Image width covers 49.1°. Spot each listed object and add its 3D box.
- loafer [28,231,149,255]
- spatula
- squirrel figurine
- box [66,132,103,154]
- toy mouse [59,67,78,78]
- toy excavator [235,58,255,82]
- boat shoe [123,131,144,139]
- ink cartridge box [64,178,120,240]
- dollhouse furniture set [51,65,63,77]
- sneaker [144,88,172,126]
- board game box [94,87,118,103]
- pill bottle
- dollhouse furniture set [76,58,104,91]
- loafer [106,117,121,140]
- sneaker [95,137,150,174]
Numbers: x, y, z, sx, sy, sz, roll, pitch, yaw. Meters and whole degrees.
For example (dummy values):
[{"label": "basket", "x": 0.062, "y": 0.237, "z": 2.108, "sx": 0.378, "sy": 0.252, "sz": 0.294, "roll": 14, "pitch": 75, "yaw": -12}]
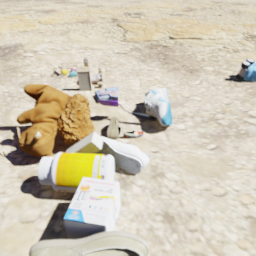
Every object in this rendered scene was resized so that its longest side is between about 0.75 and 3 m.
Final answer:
[{"label": "loafer", "x": -0.796, "y": 2.712, "z": 5.564, "sx": 2.475, "sy": 0.936, "sz": 0.845, "roll": -9, "pitch": 35, "yaw": 4}, {"label": "spatula", "x": 0.007, "y": -0.647, "z": 10.539, "sx": 2.276, "sy": 0.643, "sz": 0.234, "roll": 21, "pitch": 76, "yaw": 5}, {"label": "squirrel figurine", "x": -2.368, "y": -0.116, "z": 9.133, "sx": 2.526, "sy": 1.788, "sz": 2.358, "roll": -2, "pitch": 40, "yaw": 3}, {"label": "box", "x": -1.356, "y": 0.663, "z": 8.435, "sx": 1.222, "sy": 0.418, "sz": 0.502, "roll": -31, "pitch": 28, "yaw": 25}, {"label": "toy mouse", "x": -2.894, "y": -2.927, "z": 14.642, "sx": 1.168, "sy": 0.254, "sz": 1.314, "roll": 7, "pitch": 34, "yaw": 11}, {"label": "toy excavator", "x": 6.568, "y": -2.729, "z": 13.975, "sx": 1.761, "sy": 0.880, "sz": 1.712, "roll": 36, "pitch": 48, "yaw": 24}, {"label": "boat shoe", "x": 0.194, "y": 0.209, "z": 9.899, "sx": 0.764, "sy": 0.239, "sz": 0.272, "roll": -7, "pitch": 32, "yaw": -13}, {"label": "ink cartridge box", "x": -0.786, "y": 1.974, "z": 6.563, "sx": 0.959, "sy": 0.942, "sz": 1.302, "roll": 6, "pitch": 34, "yaw": 9}, {"label": "dollhouse furniture set", "x": -3.691, "y": -2.930, "z": 14.648, "sx": 0.338, "sy": 0.396, "sz": 0.765, "roll": 37, "pitch": 28, "yaw": -18}, {"label": "sneaker", "x": 1.154, "y": -0.761, "z": 10.884, "sx": 0.998, "sy": 0.945, "sz": 2.471, "roll": -9, "pitch": 28, "yaw": 5}, {"label": "board game box", "x": -0.846, "y": -1.405, "z": 12.251, "sx": 1.066, "sy": 0.329, "sz": 1.065, "roll": -10, "pitch": 34, "yaw": -17}, {"label": "pill bottle", "x": -1.379, "y": 1.217, "z": 7.614, "sx": 1.932, "sy": 1.056, "sz": 1.056, "roll": 3, "pitch": 33, "yaw": 3}, {"label": "dollhouse furniture set", "x": -1.802, "y": -2.734, "z": 13.673, "sx": 1.125, "sy": 0.961, "sz": 2.170, "roll": -4, "pitch": 33, "yaw": -1}, {"label": "loafer", "x": -0.476, "y": 0.057, "z": 9.926, "sx": 0.456, "sy": 0.514, "sz": 1.352, "roll": 12, "pitch": 34, "yaw": 1}, {"label": "sneaker", "x": -0.256, "y": 0.756, "z": 8.726, "sx": 1.921, "sy": 0.734, "sz": 0.773, "roll": 26, "pitch": 36, "yaw": 20}]
